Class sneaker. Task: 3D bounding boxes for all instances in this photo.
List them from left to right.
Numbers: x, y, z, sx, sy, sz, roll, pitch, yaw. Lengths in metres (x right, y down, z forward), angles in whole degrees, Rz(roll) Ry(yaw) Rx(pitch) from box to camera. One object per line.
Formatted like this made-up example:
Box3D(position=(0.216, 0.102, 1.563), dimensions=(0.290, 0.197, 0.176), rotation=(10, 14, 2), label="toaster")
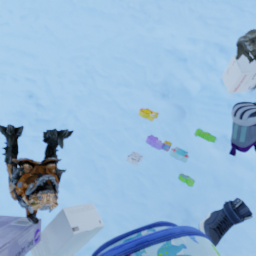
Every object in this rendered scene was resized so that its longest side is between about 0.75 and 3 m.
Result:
Box3D(position=(2.083, 1.977, 5.922), dimensions=(0.994, 1.375, 0.523), rotation=(-35, 84, 27), label="sneaker")
Box3D(position=(3.314, -0.025, 6.367), dimensions=(2.605, 1.140, 0.969), rotation=(-4, 25, -22), label="sneaker")

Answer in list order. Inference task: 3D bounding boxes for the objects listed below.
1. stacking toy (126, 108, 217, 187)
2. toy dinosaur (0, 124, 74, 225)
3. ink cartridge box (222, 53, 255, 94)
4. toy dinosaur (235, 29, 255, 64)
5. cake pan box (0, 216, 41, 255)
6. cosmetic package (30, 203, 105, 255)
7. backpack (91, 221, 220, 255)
Box3D(position=(0.932, 0.489, 6.650), dimensions=(1.857, 1.400, 0.436), rotation=(24, 25, 15), label="stacking toy")
Box3D(position=(-1.738, 0.784, 4.864), dimensions=(2.333, 1.192, 1.583), rotation=(-4, 82, 40), label="toy dinosaur")
Box3D(position=(4.217, -1.843, 9.220), dimensions=(1.772, 1.298, 0.761), rotation=(-10, 66, -4), label="ink cartridge box")
Box3D(position=(2.856, -1.912, 6.546), dimensions=(0.602, 1.564, 0.800), rotation=(-38, 98, 13), label="toy dinosaur")
Box3D(position=(-2.507, 1.797, 4.308), dimensions=(1.743, 1.893, 0.495), rotation=(3, 90, 6), label="cake pan box")
Box3D(position=(-1.231, 2.143, 5.520), dimensions=(1.430, 0.807, 0.580), rotation=(-49, 58, 23), label="cosmetic package")
Box3D(position=(0.425, 2.926, 4.558), dimensions=(2.733, 2.987, 2.195), rotation=(-19, 38, -9), label="backpack")
